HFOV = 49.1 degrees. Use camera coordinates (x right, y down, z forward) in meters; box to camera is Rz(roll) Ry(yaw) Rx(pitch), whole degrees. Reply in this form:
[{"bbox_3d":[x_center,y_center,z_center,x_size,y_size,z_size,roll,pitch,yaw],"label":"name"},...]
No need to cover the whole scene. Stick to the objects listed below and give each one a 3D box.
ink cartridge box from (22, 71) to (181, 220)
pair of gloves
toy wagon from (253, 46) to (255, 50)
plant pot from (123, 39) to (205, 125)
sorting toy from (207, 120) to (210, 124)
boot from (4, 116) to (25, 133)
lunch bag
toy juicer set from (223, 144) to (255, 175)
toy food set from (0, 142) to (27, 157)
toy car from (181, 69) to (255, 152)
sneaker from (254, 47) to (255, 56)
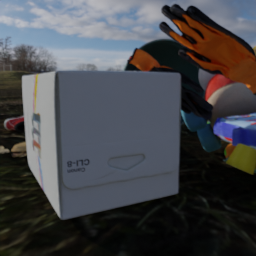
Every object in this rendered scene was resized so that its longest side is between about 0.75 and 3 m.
[{"bbox_3d":[-0.600,0.005,4.735,1.877,1.868,2.583,-5,11,-28],"label":"ink cartridge box"},{"bbox_3d":[1.038,-0.938,4.690,1.973,0.274,2.214,35,-23,-7],"label":"pair of gloves"},{"bbox_3d":[4.226,-1.893,7.495,1.536,0.392,1.980,-21,45,-30],"label":"toy wagon"},{"bbox_3d":[0.802,-1.243,8.113,2.360,2.360,1.581,-2,9,-13],"label":"plant pot"},{"bbox_3d":[3.504,-0.111,9.735,1.943,0.354,1.799,7,12,32],"label":"sorting toy"},{"bbox_3d":[-3.390,-0.177,9.758,1.042,0.523,1.444,9,21,39],"label":"boot"},{"bbox_3d":[2.992,0.215,4.663,2.850,1.341,2.146,1,8,-12],"label":"lunch bag"},{"bbox_3d":[2.359,0.793,4.412,1.887,0.514,1.201,22,2,4],"label":"toy juicer set"},{"bbox_3d":[-2.142,0.501,6.599,1.756,0.353,1.213,-11,7,-27],"label":"toy food set"},{"bbox_3d":[2.310,-0.916,6.527,2.007,2.177,1.926,-24,-42,23],"label":"toy car"},{"bbox_3d":[3.462,-0.929,6.787,1.554,2.864,1.004,20,44,-4],"label":"sneaker"}]
